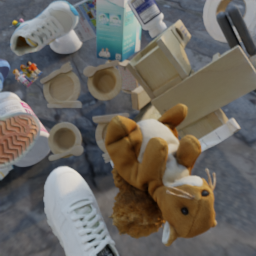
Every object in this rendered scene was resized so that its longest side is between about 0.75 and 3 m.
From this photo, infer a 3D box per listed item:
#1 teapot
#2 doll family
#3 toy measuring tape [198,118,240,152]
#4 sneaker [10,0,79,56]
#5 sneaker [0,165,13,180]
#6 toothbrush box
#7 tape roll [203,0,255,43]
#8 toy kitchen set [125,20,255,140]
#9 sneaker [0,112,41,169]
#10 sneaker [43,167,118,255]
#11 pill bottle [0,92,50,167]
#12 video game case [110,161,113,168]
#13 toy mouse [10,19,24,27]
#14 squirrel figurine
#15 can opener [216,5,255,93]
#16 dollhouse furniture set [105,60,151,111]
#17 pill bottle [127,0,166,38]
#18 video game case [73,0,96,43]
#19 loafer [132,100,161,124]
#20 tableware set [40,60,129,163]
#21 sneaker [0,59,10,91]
[{"bbox_3d":[-2.817,-4.158,12.457,1.566,1.159,1.587,-14,50,-13],"label":"teapot"},{"bbox_3d":[-2.897,-1.477,7.849,0.569,0.413,0.917,42,42,-18],"label":"doll family"},{"bbox_3d":[1.150,0.456,5.839,2.586,0.951,0.951,-30,54,5],"label":"toy measuring tape"},{"bbox_3d":[-2.454,-2.828,8.228,2.472,0.946,0.998,-14,46,34],"label":"sneaker"},{"bbox_3d":[-4.647,0.905,8.513,2.280,0.872,0.921,24,54,20],"label":"sneaker"},{"bbox_3d":[-0.219,-3.059,7.898,0.852,1.997,1.462,14,33,18],"label":"toothbrush box"},{"bbox_3d":[2.845,-3.090,7.476,1.588,1.588,0.555,40,35,28],"label":"tape roll"},{"bbox_3d":[1.971,-1.478,7.312,2.820,2.301,2.544,51,33,-13],"label":"toy kitchen set"},{"bbox_3d":[-3.262,0.623,5.847,2.972,1.061,1.188,-42,27,-30],"label":"sneaker"},{"bbox_3d":[-0.643,1.742,4.553,0.935,0.985,2.448,-16,77,-33],"label":"sneaker"},{"bbox_3d":[-3.558,-0.032,8.956,1.353,1.353,2.387,-30,57,-22],"label":"pill bottle"},{"bbox_3d":[-0.124,0.670,9.166,1.198,0.137,1.090,-17,52,-13],"label":"video game case"},{"bbox_3d":[-5.421,-5.261,14.025,0.716,0.156,0.806,15,52,12],"label":"toy mouse"},{"bbox_3d":[0.506,0.929,4.440,1.436,2.029,1.894,-7,50,-36],"label":"squirrel figurine"},{"bbox_3d":[2.769,-1.783,6.631,0.578,2.168,0.725,-23,29,32],"label":"can opener"},{"bbox_3d":[-0.286,-1.685,10.098,2.337,1.211,1.035,22,45,33],"label":"dollhouse furniture set"},{"bbox_3d":[0.484,-2.777,6.833,0.587,1.057,0.587,-32,15,10],"label":"pill bottle"},{"bbox_3d":[-1.251,-3.705,9.489,1.688,1.209,0.152,-11,39,28],"label":"video game case"},{"bbox_3d":[0.811,-0.402,9.656,0.860,0.776,2.273,-21,19,43],"label":"loafer"},{"bbox_3d":[-1.067,-0.426,7.193,2.323,0.323,2.781,-11,86,11],"label":"tableware set"},{"bbox_3d":[-5.202,-1.428,10.393,1.130,1.016,2.747,23,59,12],"label":"sneaker"}]
